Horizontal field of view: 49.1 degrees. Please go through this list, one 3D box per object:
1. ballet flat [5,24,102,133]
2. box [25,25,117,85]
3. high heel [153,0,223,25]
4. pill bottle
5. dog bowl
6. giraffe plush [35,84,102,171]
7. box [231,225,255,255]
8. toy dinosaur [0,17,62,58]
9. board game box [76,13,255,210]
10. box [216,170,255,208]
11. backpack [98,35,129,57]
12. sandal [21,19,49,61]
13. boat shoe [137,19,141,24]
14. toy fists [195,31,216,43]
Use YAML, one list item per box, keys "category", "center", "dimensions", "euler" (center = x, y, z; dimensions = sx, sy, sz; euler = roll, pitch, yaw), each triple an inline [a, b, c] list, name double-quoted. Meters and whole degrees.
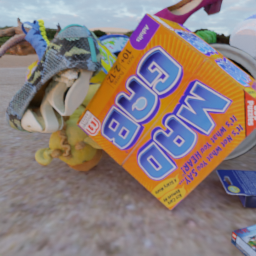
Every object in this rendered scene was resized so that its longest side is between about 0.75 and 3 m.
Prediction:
- category: "ballet flat"
  center: [-1.387, -0.476, 4.959]
  dimensions: [1.066, 1.066, 2.872]
  euler: [-16, -21, -45]
- category: "box"
  center: [-1.288, -1.186, 7.704]
  dimensions: [2.146, 1.309, 2.067]
  euler: [-27, -37, 22]
- category: "high heel"
  center: [1.274, -2.771, 6.046]
  dimensions: [1.861, 0.895, 0.627]
  euler: [-22, 55, -13]
- category: "pill bottle"
  center: [3.773, -2.731, 8.442]
  dimensions: [1.172, 1.172, 2.091]
  euler: [10, 32, 32]
- category: "dog bowl"
  center: [2.007, -0.626, 6.770]
  dimensions: [2.721, 2.721, 1.003]
  euler: [7, 17, 25]
- category: "giraffe plush"
  center: [-1.098, 0.100, 6.393]
  dimensions: [2.378, 2.052, 1.928]
  euler: [34, 25, -34]
- category: "box"
  center: [2.105, 1.578, 3.776]
  dimensions: [1.124, 0.212, 0.768]
  euler: [-6, 16, -20]
- category: "toy dinosaur"
  center: [-2.474, -2.273, 7.358]
  dimensions: [1.590, 1.007, 2.346]
  euler: [10, 23, 6]
- category: "board game box"
  center: [0.943, -0.418, 5.408]
  dimensions: [2.304, 2.306, 2.304]
  euler: [42, 27, 10]
- category: "box"
  center: [2.630, 1.131, 5.227]
  dimensions: [1.785, 0.289, 1.082]
  euler: [3, 15, 6]
- category: "backpack"
  center: [-0.644, -2.329, 9.927]
  dimensions: [1.861, 2.034, 1.494]
  euler: [-15, 63, -34]
- category: "sandal"
  center: [-2.117, -2.002, 6.391]
  dimensions: [0.511, 1.173, 0.466]
  euler: [-3, -29, -40]
- category: "boat shoe"
  center: [0.688, -3.501, 10.017]
  dimensions: [0.428, 0.463, 1.253]
  euler: [-20, -27, 15]
- category: "toy fists"
  center: [1.913, -2.391, 8.302]
  dimensions: [1.510, 0.519, 0.769]
  euler: [-24, -26, -2]
